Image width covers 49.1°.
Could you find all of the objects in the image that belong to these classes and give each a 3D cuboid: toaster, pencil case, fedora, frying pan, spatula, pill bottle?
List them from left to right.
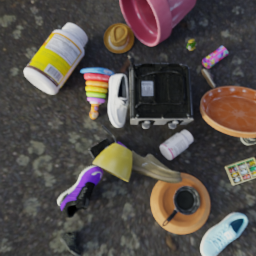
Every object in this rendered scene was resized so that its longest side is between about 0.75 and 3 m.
[{"bbox_3d":[-2.895,-2.915,11.646,1.554,1.554,2.844,29,74,9],"label":"pill bottle"},{"bbox_3d":[-0.914,1.022,10.849,0.898,0.589,0.993,-34,75,-10],"label":"toaster"},{"bbox_3d":[-0.598,0.402,11.139,0.145,0.399,1.411,-30,75,-42],"label":"spatula"},{"bbox_3d":[-0.401,-4.052,12.395,1.454,0.593,1.454,1,81,-4],"label":"fedora"},{"bbox_3d":[1.186,-1.321,11.004,2.376,1.559,2.628,-1,76,-2],"label":"toaster"},{"bbox_3d":[1.882,0.642,10.829,1.207,0.684,0.684,-34,75,-16],"label":"pill bottle"},{"bbox_3d":[1.946,2.891,9.970,1.029,0.277,1.702,28,74,-5],"label":"frying pan"},{"bbox_3d":[3.802,-3.074,12.249,1.203,0.532,0.532,-38,76,-13],"label":"pencil case"}]

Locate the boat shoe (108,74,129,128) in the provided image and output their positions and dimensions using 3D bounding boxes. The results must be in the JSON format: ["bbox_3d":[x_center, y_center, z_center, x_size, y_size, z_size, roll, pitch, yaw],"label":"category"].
[{"bbox_3d":[-0.336,-1.052,10.972,0.775,0.688,2.106,-11,98,-40],"label":"boat shoe"}]

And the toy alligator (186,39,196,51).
[{"bbox_3d":[2.109,-2.812,9.572,0.234,0.976,0.323,0,112,27],"label":"toy alligator"}]

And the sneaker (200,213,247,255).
[{"bbox_3d":[3.359,3.719,9.820,2.064,0.846,0.763,-43,76,-13],"label":"sneaker"}]

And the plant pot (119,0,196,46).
[{"bbox_3d":[1.371,-5.250,11.791,2.454,2.742,2.742,-36,75,-12],"label":"plant pot"}]

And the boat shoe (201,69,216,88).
[{"bbox_3d":[3.522,-2.156,12.034,0.317,0.352,0.978,-26,68,-3],"label":"boat shoe"}]

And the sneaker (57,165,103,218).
[{"bbox_3d":[-1.557,2.353,9.966,2.134,0.742,1.061,-48,39,5],"label":"sneaker"}]

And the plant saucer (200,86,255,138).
[{"bbox_3d":[4.276,-0.622,10.828,2.952,0.476,2.952,-2,41,1],"label":"plant saucer"}]

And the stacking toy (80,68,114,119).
[{"bbox_3d":[-1.310,-1.366,11.419,1.122,1.187,2.045,8,92,40],"label":"stacking toy"}]

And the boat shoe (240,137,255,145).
[{"bbox_3d":[5.525,0.075,11.098,2.080,0.703,0.747,-21,65,-8],"label":"boat shoe"}]

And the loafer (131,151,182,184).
[{"bbox_3d":[0.884,1.419,10.323,2.370,0.901,0.799,15,78,20],"label":"loafer"}]

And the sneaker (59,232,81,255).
[{"bbox_3d":[-1.939,4.085,9.953,0.949,0.363,0.544,41,83,18],"label":"sneaker"}]

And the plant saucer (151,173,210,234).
[{"bbox_3d":[1.956,2.757,10.371,2.227,0.417,2.227,0,72,0],"label":"plant saucer"}]

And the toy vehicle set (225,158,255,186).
[{"bbox_3d":[4.463,1.684,10.856,1.203,0.159,0.748,-17,73,-6],"label":"toy vehicle set"}]

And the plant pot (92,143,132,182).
[{"bbox_3d":[-0.408,1.139,9.900,1.397,1.397,0.992,25,78,8],"label":"plant pot"}]
